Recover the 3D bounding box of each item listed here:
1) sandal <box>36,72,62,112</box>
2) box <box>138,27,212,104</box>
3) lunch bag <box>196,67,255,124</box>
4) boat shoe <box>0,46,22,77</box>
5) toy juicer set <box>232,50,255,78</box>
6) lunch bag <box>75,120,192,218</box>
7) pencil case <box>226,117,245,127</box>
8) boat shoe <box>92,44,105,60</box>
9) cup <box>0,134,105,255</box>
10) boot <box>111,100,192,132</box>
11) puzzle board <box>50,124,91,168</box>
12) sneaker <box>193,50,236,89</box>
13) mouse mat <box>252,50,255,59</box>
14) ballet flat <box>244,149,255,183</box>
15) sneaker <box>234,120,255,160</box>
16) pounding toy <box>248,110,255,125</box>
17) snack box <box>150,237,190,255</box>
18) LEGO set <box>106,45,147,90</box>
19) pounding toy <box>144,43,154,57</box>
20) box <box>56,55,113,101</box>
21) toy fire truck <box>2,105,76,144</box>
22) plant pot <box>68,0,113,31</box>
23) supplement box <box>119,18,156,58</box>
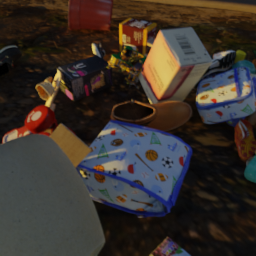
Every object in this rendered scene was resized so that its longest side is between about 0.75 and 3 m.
[{"bbox_3d":[-2.881,-1.258,9.801,0.702,0.782,2.133,22,56,-30],"label":"sandal"},{"bbox_3d":[1.499,-2.003,9.674,1.308,2.400,1.535,-14,66,-23],"label":"box"},{"bbox_3d":[3.377,-1.195,9.565,1.966,0.927,2.453,-17,29,28],"label":"lunch bag"},{"bbox_3d":[-5.419,-2.637,11.912,0.930,1.086,2.969,36,35,-7],"label":"boat shoe"},{"bbox_3d":[5.150,-2.312,11.783,1.622,0.694,2.550,24,39,2],"label":"toy juicer set"},{"bbox_3d":[0.231,1.047,7.203,2.432,1.506,2.068,9,42,23],"label":"lunch bag"},{"bbox_3d":[3.914,-0.623,9.743,0.569,0.633,1.458,39,52,10],"label":"pencil case"},{"bbox_3d":[-1.325,-3.569,13.220,0.486,0.595,1.612,-12,35,-12],"label":"boat shoe"},{"bbox_3d":[-1.430,1.627,4.260,1.797,2.513,2.513,38,52,15],"label":"cup"},{"bbox_3d":[0.774,-0.409,8.454,2.613,2.021,0.963,-11,82,1],"label":"boot"},{"bbox_3d":[-1.585,0.634,6.511,0.925,1.228,0.107,42,12,-6],"label":"puzzle board"},{"bbox_3d":[3.365,-2.689,11.814,2.977,1.097,1.191,-26,45,-27],"label":"sneaker"},{"bbox_3d":[6.337,-2.739,12.213,1.691,0.079,2.101,19,39,-3],"label":"mouse mat"},{"bbox_3d":[3.932,0.790,8.104,0.767,0.733,2.178,0,31,46],"label":"ballet flat"},{"bbox_3d":[3.574,0.422,8.637,0.559,0.591,1.532,18,47,4],"label":"sneaker"},{"bbox_3d":[5.281,-0.475,9.037,2.387,1.365,1.369,13,43,14],"label":"pounding toy"},{"bbox_3d":[0.739,3.079,5.698,1.410,0.374,1.003,-33,51,-32],"label":"snack box"},{"bbox_3d":[-0.042,-2.325,11.147,1.511,1.139,1.965,26,37,-2],"label":"LEGO set"},{"bbox_3d":[1.753,-3.414,12.310,1.266,1.270,2.214,-3,32,-30],"label":"pounding toy"},{"bbox_3d":[-1.681,-2.007,11.074,1.878,0.996,1.148,-27,48,-29],"label":"box"},{"bbox_3d":[-2.644,0.747,7.808,2.114,1.411,2.517,-27,47,9],"label":"toy fire truck"},{"bbox_3d":[-1.992,-6.364,15.381,2.178,2.240,2.240,8,41,-3],"label":"plant pot"},{"bbox_3d":[0.454,-4.255,13.326,1.463,1.443,0.972,22,46,23],"label":"supplement box"}]
